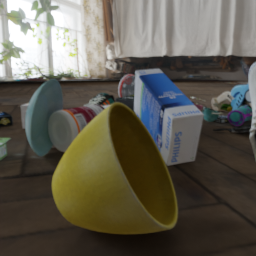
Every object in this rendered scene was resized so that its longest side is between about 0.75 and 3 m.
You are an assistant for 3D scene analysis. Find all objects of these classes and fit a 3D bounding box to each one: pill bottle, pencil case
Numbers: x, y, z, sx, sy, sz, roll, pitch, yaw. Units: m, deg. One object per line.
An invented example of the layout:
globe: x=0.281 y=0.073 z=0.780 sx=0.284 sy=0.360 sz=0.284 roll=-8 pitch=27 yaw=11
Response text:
pill bottle: x=0.998 y=-2.003 z=15.824 sx=2.902 sy=1.681 sz=1.681 roll=19 pitch=21 yaw=36
pencil case: x=4.738 y=-0.520 z=11.738 sx=0.742 sy=0.683 sz=1.606 roll=-3 pitch=9 yaw=37
pill bottle: x=-1.222 y=-0.072 z=8.431 sx=1.189 sy=1.189 sz=2.082 roll=10 pitch=16 yaw=38

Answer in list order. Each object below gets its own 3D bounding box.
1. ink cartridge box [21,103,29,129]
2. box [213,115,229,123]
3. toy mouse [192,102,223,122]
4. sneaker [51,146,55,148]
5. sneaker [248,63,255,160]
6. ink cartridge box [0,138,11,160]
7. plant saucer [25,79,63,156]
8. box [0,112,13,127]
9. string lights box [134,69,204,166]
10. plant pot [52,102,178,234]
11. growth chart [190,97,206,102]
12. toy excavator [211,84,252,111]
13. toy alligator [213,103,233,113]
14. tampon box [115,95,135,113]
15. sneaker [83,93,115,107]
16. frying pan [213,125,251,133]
ink cartridge box: x=-3.548 y=-0.527 z=11.173 sx=0.946 sy=0.929 sz=1.285 roll=1 pitch=13 yaw=5
box: x=4.032 y=-0.395 z=12.284 sx=0.678 sy=0.196 sz=0.853 roll=-6 pitch=14 yaw=-25
toy mouse: x=2.869 y=-0.729 z=11.687 sx=2.804 sy=0.543 sz=2.492 roll=12 pitch=13 yaw=-39
sneaker: x=-2.319 y=0.430 z=8.448 sx=0.349 sy=0.331 sz=0.866 roll=-7 pitch=5 yaw=19
sneaker: x=3.009 y=-0.146 z=5.885 sx=0.909 sy=2.569 sz=0.938 roll=-18 pitch=4 yaw=-34
ink cartridge box: x=-3.612 y=0.618 z=7.210 sx=0.719 sy=0.411 sz=1.386 roll=-1 pitch=13 yaw=-3
plant saucer: x=-2.277 y=-0.293 z=7.430 sx=0.399 sy=2.074 sz=2.074 roll=9 pitch=13 yaw=5
box: x=-5.757 y=-0.302 z=11.370 sx=1.751 sy=0.403 sz=1.392 roll=-8 pitch=15 yaw=-33
string lights box: x=0.918 y=-0.414 z=7.520 sx=0.799 sy=1.393 sz=2.710 roll=-8 pitch=36 yaw=-14
plant pot: x=-0.293 y=0.758 z=4.119 sx=1.326 sy=1.868 sz=1.868 roll=-28 pitch=4 yaw=19
growth chart: x=4.236 y=-1.740 z=16.923 sx=0.838 sy=0.074 sz=0.606 roll=13 pitch=9 yaw=-6
toy excavator: x=5.434 y=-1.421 z=13.827 sx=1.315 sy=2.560 sz=2.633 roll=-6 pitch=42 yaw=-23
toy alligator: x=5.293 y=-1.016 z=14.519 sx=1.767 sy=0.425 sz=0.586 roll=9 pitch=40 yaw=32
tampon box: x=0.761 y=-0.629 z=10.573 sx=1.492 sy=1.257 sz=1.990 roll=10 pitch=21 yaw=44
sneaker: x=-1.297 y=-0.881 z=11.737 sx=1.018 sy=1.140 sz=2.853 roll=-4 pitch=5 yaw=19
frying pan: x=3.934 y=0.059 z=9.994 sx=1.518 sy=0.247 sz=0.918 roll=-10 pitch=2 yaw=-14
